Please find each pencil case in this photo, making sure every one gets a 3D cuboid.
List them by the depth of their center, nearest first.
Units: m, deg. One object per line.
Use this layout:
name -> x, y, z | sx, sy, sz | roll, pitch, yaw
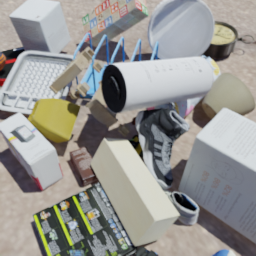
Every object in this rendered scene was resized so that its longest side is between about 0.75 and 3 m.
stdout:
pencil case -> 1.856, -1.183, 9.158 | 1.230, 1.342, 2.958 | 38, 58, 16

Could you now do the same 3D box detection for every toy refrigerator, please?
toy refrigerator -> 0.080, 1.426, 6.792 | 0.872, 0.946, 2.491 | 4, 37, -40

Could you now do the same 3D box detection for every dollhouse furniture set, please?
dollhouse furniture set -> -1.007, -0.913, 8.493 | 1.165, 2.387, 2.035 | -33, 24, 28

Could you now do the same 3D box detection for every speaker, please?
speaker -> 0.793, -1.161, 7.177 | 2.908, 1.181, 1.181 | -14, 47, -33

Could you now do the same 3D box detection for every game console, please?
game console -> -4.058, -2.607, 11.176 | 2.508, 0.389, 2.218 | -18, 47, -16

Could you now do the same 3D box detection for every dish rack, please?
dish rack -> -3.022, -1.463, 9.663 | 2.277, 0.578, 2.653 | 8, 61, 8

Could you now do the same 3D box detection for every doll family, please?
doll family -> 0.355, 0.431, 8.121 | 1.106, 0.751, 1.913 | 20, 49, 20

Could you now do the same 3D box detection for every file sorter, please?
file sorter -> -0.355, -2.105, 9.803 | 2.695, 1.653, 1.870 | 10, 49, 8

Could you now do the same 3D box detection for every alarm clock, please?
alarm clock -> 3.861, -3.649, 11.671 | 2.660, 0.886, 1.794 | 1, 50, 7

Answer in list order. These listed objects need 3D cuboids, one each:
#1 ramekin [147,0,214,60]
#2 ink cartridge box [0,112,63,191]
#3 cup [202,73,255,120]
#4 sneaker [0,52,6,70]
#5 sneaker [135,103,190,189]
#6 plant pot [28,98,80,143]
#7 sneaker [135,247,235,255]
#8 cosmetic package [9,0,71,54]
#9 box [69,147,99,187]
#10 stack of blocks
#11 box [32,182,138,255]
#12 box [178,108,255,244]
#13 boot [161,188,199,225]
ramekin -> 1.851, -3.705, 10.385 | 2.441, 2.441, 1.137 | -4, 38, -3
ink cartridge box -> -2.601, 0.631, 7.523 | 0.756, 1.303, 1.766 | -36, 56, -27
cup -> 3.018, -0.805, 8.870 | 1.099, 1.536, 1.536 | -36, 55, -5
sneaker -> -5.053, -1.394, 9.552 | 2.716, 1.054, 1.522 | -45, 66, -10
sneaker -> 0.998, 0.431, 7.073 | 1.214, 0.805, 2.133 | -20, 83, 31
plant pot -> -2.200, -0.276, 8.021 | 1.105, 1.074, 1.081 | 24, 71, -28
sneaker -> 0.874, 2.868, 5.685 | 2.561, 0.983, 1.424 | -29, 62, -16
cosmetic package -> -3.304, -3.792, 10.755 | 1.398, 1.670, 1.389 | 17, 55, 19
box -> -1.203, 1.051, 7.744 | 0.513, 0.384, 1.025 | -17, 49, -23
stack of blocks -> -0.595, -4.490, 10.966 | 2.671, 0.782, 1.538 | -21, 71, 36
box -> -1.021, 2.428, 6.473 | 1.830, 0.450, 1.895 | -25, 53, -19
box -> 2.813, 1.203, 6.424 | 2.701, 2.057, 1.436 | 33, 50, 25
boot -> 1.065, 1.728, 6.910 | 1.510, 0.722, 0.555 | 29, 54, 24
